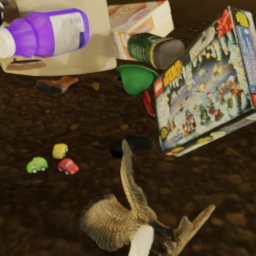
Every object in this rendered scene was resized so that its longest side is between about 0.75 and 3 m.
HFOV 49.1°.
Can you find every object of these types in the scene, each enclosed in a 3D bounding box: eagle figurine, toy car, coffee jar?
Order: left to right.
[{"bbox_3d":[-2.179,0.916,7.799,1.276,0.303,1.356,-14,36,-21],"label":"toy car"},{"bbox_3d":[0.089,1.656,5.667,2.471,1.865,1.875,37,58,27],"label":"eagle figurine"},{"bbox_3d":[0.705,-2.052,7.406,0.864,0.707,1.656,-22,32,-21],"label":"coffee jar"}]

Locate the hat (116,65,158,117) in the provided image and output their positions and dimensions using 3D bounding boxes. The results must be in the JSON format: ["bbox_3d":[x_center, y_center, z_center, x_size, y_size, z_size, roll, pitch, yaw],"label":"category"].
[{"bbox_3d":[0.230,-1.336,11.217,1.779,1.891,2.148,10,-8,0],"label":"hat"}]

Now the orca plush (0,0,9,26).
[{"bbox_3d":[-3.430,-2.345,6.350,2.467,0.877,1.298,14,36,34],"label":"orca plush"}]

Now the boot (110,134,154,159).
[{"bbox_3d":[0.083,0.577,8.214,1.119,0.414,0.917,11,32,28],"label":"boot"}]

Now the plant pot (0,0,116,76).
[{"bbox_3d":[-2.344,-2.795,8.045,2.779,2.775,2.460,13,34,38],"label":"plant pot"}]

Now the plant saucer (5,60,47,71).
[{"bbox_3d":[-1.933,-1.197,5.298,0.752,0.130,0.752,-3,20,1],"label":"plant saucer"}]

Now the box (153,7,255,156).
[{"bbox_3d":[1.420,-0.682,5.576,0.547,2.744,1.879,5,68,-23],"label":"box"}]

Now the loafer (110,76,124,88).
[{"bbox_3d":[-0.407,-2.085,12.232,0.376,0.368,1.030,-26,42,-33],"label":"loafer"}]

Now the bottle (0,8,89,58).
[{"bbox_3d":[-1.720,-1.917,5.774,0.716,0.916,2.193,18,34,28],"label":"bottle"}]

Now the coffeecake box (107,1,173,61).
[{"bbox_3d":[-0.209,-3.295,9.444,2.697,0.985,2.070,17,52,41],"label":"coffeecake box"}]

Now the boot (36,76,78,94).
[{"bbox_3d":[-3.049,-2.005,12.025,1.321,0.481,1.404,9,34,14],"label":"boot"}]
